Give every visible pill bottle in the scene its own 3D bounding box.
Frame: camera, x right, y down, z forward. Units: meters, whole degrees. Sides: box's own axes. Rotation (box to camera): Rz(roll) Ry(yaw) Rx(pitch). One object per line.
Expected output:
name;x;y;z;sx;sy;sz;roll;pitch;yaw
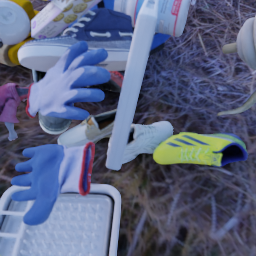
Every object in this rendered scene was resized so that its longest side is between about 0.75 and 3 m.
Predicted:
pill bottle;0.633;-3.209;7.670;1.911;1.039;1.039;15;53;10

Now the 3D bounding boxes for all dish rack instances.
dish rack;-1.629;2.482;6.151;2.943;0.641;2.526;-2;50;9

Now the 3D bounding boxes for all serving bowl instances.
serving bowl;-3.364;-2.973;7.695;1.293;0.425;1.293;6;75;-22

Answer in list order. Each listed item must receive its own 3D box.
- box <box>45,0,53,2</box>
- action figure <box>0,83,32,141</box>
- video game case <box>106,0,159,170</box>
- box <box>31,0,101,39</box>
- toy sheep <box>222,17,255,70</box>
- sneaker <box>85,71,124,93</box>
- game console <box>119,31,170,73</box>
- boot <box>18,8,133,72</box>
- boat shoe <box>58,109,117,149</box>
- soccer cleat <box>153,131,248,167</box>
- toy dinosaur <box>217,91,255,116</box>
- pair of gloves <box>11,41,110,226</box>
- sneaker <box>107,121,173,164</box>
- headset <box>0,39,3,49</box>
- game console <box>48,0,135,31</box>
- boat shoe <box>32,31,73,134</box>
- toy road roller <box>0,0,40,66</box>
box;-1.582;-3.046;6.008;1.435;0.461;0.503;-18;91;-49
action figure;-3.972;-0.785;8.186;2.794;2.080;1.871;-26;49;-3
video game case;0.111;-0.932;5.188;0.308;2.597;2.364;13;31;-1
box;-1.312;-2.526;5.942;0.471;2.272;0.440;7;73;-47
toy sheep;3.140;-1.856;5.854;2.302;1.587;1.587;-9;40;42
sneaker;-0.923;-1.610;9.545;2.141;0.757;1.046;30;57;24
game console;0.145;-3.257;10.287;2.819;1.668;2.406;-35;60;-26
boot;-1.046;-1.977;6.227;2.818;1.025;1.273;-7;86;-36
boat shoe;-1.049;0.002;8.247;2.201;0.753;0.823;-23;55;-17
soccer cleat;1.986;0.656;7.606;2.565;0.829;1.073;-7;35;-8
toy dinosaur;3.464;-1.026;6.798;2.609;1.150;0.619;-39;100;-4
pair of gloves;-1.111;0.080;4.298;0.312;2.202;2.739;18;68;-41
sneaker;0.403;0.249;7.862;2.104;1.045;0.820;-25;55;-19
headset;-3.761;-2.462;6.736;1.673;1.033;0.786;40;82;-5
game console;-0.795;-3.771;8.281;2.556;2.907;1.692;-42;56;-20
boat shoe;-1.759;-1.355;6.742;1.062;0.901;2.916;-1;75;-15
toy road roller;-4.172;-3.662;10.438;1.515;1.800;2.466;22;55;25
